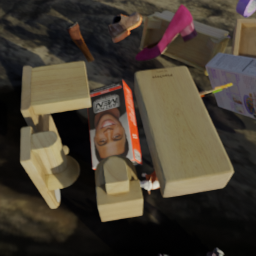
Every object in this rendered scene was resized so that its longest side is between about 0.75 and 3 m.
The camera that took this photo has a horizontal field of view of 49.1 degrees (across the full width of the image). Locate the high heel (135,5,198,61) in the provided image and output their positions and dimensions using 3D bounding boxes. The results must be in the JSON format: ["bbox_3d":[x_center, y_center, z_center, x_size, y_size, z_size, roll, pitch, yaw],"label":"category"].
[{"bbox_3d":[1.056,-3.071,9.272,2.304,1.108,0.777,-22,29,24],"label":"high heel"}]

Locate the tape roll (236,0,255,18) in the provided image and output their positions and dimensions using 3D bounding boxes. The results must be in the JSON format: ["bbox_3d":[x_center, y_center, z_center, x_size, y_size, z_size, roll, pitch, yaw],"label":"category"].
[{"bbox_3d":[3.629,-3.765,8.220,0.969,0.969,0.318,-34,68,-25],"label":"tape roll"}]

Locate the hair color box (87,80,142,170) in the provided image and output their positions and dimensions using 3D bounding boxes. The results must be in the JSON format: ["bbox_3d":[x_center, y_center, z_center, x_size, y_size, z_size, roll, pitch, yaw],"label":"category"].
[{"bbox_3d":[-0.382,-0.033,7.093,1.088,0.656,2.143,-16,66,15],"label":"hair color box"}]

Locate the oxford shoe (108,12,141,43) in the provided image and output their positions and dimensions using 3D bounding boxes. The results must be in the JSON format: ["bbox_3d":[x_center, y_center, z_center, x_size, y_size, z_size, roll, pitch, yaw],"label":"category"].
[{"bbox_3d":[-0.082,-3.437,9.051,0.613,0.627,1.719,-9,36,38],"label":"oxford shoe"}]

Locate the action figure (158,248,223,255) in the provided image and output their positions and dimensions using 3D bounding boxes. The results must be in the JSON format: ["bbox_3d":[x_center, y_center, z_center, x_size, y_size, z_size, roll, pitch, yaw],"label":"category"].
[{"bbox_3d":[1.433,2.908,5.326,1.801,0.625,1.172,9,44,2],"label":"action figure"}]

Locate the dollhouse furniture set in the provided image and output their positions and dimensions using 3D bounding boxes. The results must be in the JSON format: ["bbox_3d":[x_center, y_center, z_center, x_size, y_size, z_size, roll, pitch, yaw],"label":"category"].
[{"bbox_3d":[-0.224,0.453,5.418,2.946,2.400,2.802,-9,54,-5],"label":"dollhouse furniture set"}]

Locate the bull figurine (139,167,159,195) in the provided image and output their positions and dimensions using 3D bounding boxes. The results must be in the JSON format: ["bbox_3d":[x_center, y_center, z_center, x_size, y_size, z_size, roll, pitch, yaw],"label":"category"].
[{"bbox_3d":[0.664,1.162,6.528,1.188,0.387,0.721,-20,8,-27],"label":"bull figurine"}]

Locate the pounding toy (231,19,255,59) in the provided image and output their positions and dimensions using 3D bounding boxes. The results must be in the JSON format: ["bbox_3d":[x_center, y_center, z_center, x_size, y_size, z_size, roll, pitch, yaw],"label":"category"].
[{"bbox_3d":[3.984,-1.891,8.116,1.909,0.994,2.173,7,80,15],"label":"pounding toy"}]

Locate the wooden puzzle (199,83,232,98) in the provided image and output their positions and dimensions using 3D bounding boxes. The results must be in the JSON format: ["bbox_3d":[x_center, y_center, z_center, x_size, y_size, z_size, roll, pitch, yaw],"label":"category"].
[{"bbox_3d":[1.822,-0.798,6.350,0.686,1.017,0.119,-16,91,-17],"label":"wooden puzzle"}]

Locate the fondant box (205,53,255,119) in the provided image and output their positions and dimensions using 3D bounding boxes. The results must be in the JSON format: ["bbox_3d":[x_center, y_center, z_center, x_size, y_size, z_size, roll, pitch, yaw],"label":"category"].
[{"bbox_3d":[3.213,-1.004,7.291,0.634,1.571,2.178,-43,39,-13],"label":"fondant box"}]

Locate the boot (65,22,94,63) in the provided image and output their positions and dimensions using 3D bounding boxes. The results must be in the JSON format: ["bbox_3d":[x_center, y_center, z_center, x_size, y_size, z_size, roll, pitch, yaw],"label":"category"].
[{"bbox_3d":[-1.150,-2.025,6.810,0.324,0.947,0.892,-33,12,-12],"label":"boot"}]

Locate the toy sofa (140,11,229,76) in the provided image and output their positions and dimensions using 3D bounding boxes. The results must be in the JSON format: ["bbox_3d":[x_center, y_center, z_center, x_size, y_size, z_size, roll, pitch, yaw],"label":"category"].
[{"bbox_3d":[1.965,-3.036,9.791,2.820,1.168,1.376,28,42,20],"label":"toy sofa"}]
